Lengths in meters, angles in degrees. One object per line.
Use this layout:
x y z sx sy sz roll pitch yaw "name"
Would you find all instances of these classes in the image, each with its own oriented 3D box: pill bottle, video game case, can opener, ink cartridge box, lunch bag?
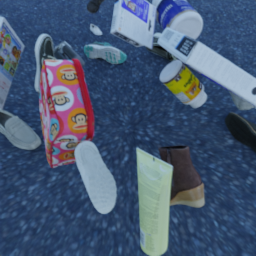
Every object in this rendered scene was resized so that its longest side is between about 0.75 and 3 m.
1.568 -3.758 9.402 1.146 1.146 1.980 -13 51 -12 "pill bottle"
-3.495 -1.693 7.651 0.189 1.499 2.093 13 77 3 "video game case"
-1.919 -2.187 9.071 0.679 0.852 2.547 -40 38 -2 "can opener"
2.282 -1.517 7.306 2.789 0.605 2.763 28 18 -19 "ink cartridge box"
-1.714 -0.428 7.150 1.099 2.682 2.362 -9 68 -23 "lunch bag"
1.832 -1.368 9.090 1.595 0.872 0.872 39 42 -24 "pill bottle"
0.207 -3.399 8.788 0.334 1.541 1.527 -3 77 49 "ink cartridge box"

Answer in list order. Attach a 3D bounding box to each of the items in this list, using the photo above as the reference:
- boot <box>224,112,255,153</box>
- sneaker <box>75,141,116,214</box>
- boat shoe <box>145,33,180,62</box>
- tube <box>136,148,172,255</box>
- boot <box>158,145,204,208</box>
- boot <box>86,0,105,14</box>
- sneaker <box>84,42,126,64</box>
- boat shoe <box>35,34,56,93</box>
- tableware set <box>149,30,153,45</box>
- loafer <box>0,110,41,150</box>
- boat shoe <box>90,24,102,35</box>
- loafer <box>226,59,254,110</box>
4.686 0.068 10.073 1.475 0.826 2.133 -29 66 -30 "boot"
-0.730 1.069 6.061 0.603 0.635 1.578 -15 80 -27 "sneaker"
2.220 -3.586 13.409 2.948 1.042 0.939 27 64 24 "boat shoe"
0.515 1.504 5.449 0.652 2.246 0.583 0 27 7 "tube"
0.942 1.061 6.330 0.593 1.363 1.638 -23 7 -38 "boot"
-1.008 -4.882 10.108 0.447 1.124 1.292 33 67 -10 "boot"
-1.019 -3.810 13.710 2.197 0.852 1.002 19 45 16 "sneaker"
-2.286 -1.827 8.065 0.545 1.712 0.605 5 5 31 "boat shoe"
0.656 -3.320 10.135 0.098 0.843 0.704 9 80 48 "tableware set"
-4.070 0.020 9.988 2.342 0.817 0.819 26 51 23 "loafer"
-1.820 -5.481 15.621 0.365 0.324 0.992 -33 54 -27 "boat shoe"
3.724 -1.756 9.821 0.938 0.936 2.684 -17 44 1 "loafer"
